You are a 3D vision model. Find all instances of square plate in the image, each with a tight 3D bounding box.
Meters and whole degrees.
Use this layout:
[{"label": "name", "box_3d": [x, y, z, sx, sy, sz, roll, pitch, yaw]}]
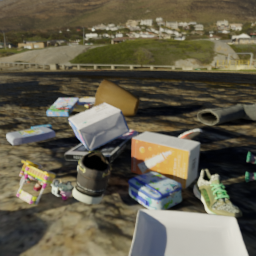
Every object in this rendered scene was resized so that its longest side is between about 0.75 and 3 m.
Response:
[{"label": "square plate", "box_3d": [1.067, 2.171, 5.004, 2.011, 0.289, 2.030, 2, 16, 9]}]

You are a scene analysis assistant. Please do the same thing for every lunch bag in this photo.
[{"label": "lunch bag", "box_3d": [0.633, 1.535, 6.871, 0.984, 0.505, 1.224, -14, 20, -31]}]

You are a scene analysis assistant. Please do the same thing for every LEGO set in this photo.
[{"label": "LEGO set", "box_3d": [-2.461, 1.418, 7.298, 2.237, 0.832, 1.029, 11, -16, 47]}]

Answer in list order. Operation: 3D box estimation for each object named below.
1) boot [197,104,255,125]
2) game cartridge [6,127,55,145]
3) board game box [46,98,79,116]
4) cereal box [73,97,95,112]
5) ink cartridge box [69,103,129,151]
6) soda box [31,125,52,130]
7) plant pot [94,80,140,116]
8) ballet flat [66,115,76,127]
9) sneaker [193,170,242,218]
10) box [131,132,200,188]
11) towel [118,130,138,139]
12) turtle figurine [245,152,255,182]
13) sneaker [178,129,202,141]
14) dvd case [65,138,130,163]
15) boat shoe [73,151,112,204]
[{"label": "boot", "box_3d": [5.261, -0.688, 13.645, 2.848, 1.033, 2.589, -2, 1, -34]}, {"label": "game cartridge", "box_3d": [-3.628, 0.285, 10.518, 1.589, 0.322, 1.060, -13, 22, -35]}, {"label": "board game box", "box_3d": [-3.641, -1.185, 15.791, 1.268, 0.307, 1.676, 1, 32, 14]}, {"label": "cereal box", "box_3d": [-2.549, -1.457, 17.289, 1.723, 0.473, 2.395, 7, 19, 25]}, {"label": "ink cartridge box", "box_3d": [-1.165, -0.154, 10.208, 1.597, 0.893, 2.340, -25, 22, -15]}, {"label": "soda box", "box_3d": [-3.823, 0.065, 12.381, 0.843, 0.270, 0.286, -10, 19, -29]}, {"label": "plant pot", "box_3d": [-0.499, -1.426, 15.148, 2.084, 1.942, 1.942, 16, 20, 12]}, {"label": "ballet flat", "box_3d": [-2.161, -0.217, 12.819, 1.834, 0.624, 0.627, 6, 27, 19]}, {"label": "sneaker", "box_3d": [2.026, 1.493, 6.529, 0.644, 0.742, 1.675, -4, 17, -15]}, {"label": "box", "box_3d": [1.045, 0.861, 8.045, 1.754, 1.091, 0.855, 11, 19, 32]}, {"label": "towel", "box_3d": [-0.649, 0.231, 11.804, 1.830, 0.274, 1.339, 8, 19, 27]}, {"label": "turtle figurine", "box_3d": [4.117, 1.180, 7.590, 1.688, 0.850, 1.264, 4, 57, 21]}, {"label": "sneaker", "box_3d": [1.829, 0.574, 9.235, 1.503, 0.615, 0.579, -30, -14, 7]}, {"label": "dvd case", "box_3d": [-0.986, 0.727, 9.813, 1.592, 0.262, 2.118, 1, 14, 18]}, {"label": "boat shoe", "box_3d": [-0.856, 1.063, 7.399, 0.946, 0.799, 2.653, 16, 10, -7]}]
